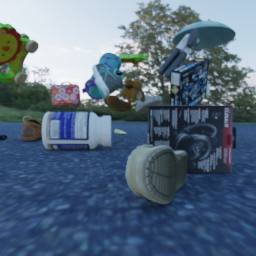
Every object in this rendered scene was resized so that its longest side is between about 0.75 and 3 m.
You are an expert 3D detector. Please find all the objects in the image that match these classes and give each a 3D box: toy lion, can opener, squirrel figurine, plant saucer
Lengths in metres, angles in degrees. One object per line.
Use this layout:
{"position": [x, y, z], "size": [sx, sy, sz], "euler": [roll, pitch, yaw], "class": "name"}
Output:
{"position": [-4.921, -2.933, 11.225], "size": [0.841, 2.449, 2.348], "euler": [38, 25, 18], "class": "toy lion"}
{"position": [1.740, -2.581, 9.529], "size": [0.532, 1.996, 0.667], "euler": [33, -18, 19], "class": "can opener"}
{"position": [0.119, -1.578, 11.904], "size": [0.757, 1.069, 0.998], "euler": [-17, 25, -40], "class": "squirrel figurine"}
{"position": [2.886, -3.631, 10.811], "size": [2.378, 0.458, 2.378], "euler": [-2, -3, 0], "class": "plant saucer"}
{"position": [0.182, -3.820, 15.554], "size": [1.496, 0.536, 1.560], "euler": [4, -3, -34], "class": "toy lion"}

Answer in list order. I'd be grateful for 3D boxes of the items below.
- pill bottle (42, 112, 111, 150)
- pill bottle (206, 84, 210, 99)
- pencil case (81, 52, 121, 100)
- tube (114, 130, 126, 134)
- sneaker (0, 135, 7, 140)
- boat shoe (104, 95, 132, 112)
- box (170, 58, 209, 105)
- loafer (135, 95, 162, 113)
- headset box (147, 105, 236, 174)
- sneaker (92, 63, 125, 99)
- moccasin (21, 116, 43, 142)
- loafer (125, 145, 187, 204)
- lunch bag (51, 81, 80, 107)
{"position": [-1.596, 0.098, 9.018], "size": [2.090, 1.209, 1.209], "euler": [1, 2, -3], "class": "pill bottle"}
{"position": [2.529, -1.494, 10.931], "size": [1.247, 0.683, 0.683], "euler": [9, 4, 13], "class": "pill bottle"}
{"position": [-0.910, -1.895, 10.144], "size": [0.926, 0.853, 2.004], "euler": [5, 43, 15], "class": "pencil case"}
{"position": [-0.515, 0.270, 16.987], "size": [0.290, 0.259, 0.999], "euler": [-43, 25, -20], "class": "tube"}
{"position": [-5.690, 0.413, 12.439], "size": [0.422, 0.295, 0.848], "euler": [1, 2, 9], "class": "sneaker"}
{"position": [-0.664, -1.257, 14.850], "size": [0.716, 0.717, 2.037], "euler": [10, -6, 36], "class": "boat shoe"}
{"position": [1.940, -1.320, 8.788], "size": [0.400, 1.382, 1.738], "euler": [20, 37, 36], "class": "box"}
{"position": [1.028, -1.363, 14.604], "size": [0.778, 0.776, 2.224], "euler": [10, -14, -26], "class": "loafer"}
{"position": [1.251, 0.200, 5.485], "size": [1.739, 1.294, 0.672], "euler": [-1, 3, 2], "class": "headset box"}
{"position": [-0.557, -1.490, 8.336], "size": [0.843, 0.717, 1.848], "euler": [-22, 37, 0], "class": "sneaker"}
{"position": [-4.405, -0.005, 13.011], "size": [1.019, 1.075, 2.786], "euler": [0, 2, -2], "class": "moccasin"}
{"position": [0.350, 0.599, 3.833], "size": [0.651, 0.721, 1.906], "euler": [0, -7, 23], "class": "loafer"}
{"position": [-2.715, -1.479, 12.179], "size": [1.264, 1.114, 0.518], "euler": [-1, -11, -8], "class": "lunch bag"}
